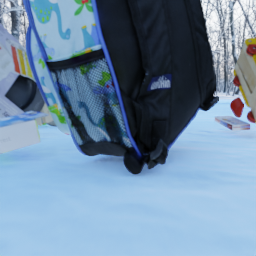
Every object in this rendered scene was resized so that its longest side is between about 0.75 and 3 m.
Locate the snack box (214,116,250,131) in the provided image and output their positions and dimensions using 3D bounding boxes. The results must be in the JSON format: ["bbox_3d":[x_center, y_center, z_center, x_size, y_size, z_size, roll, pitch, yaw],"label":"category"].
[{"bbox_3d":[2.513,-0.135,6.834,0.424,0.143,1.179,-3,12,-1],"label":"snack box"}]

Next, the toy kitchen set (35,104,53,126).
[{"bbox_3d":[-2.449,-0.327,6.813,0.738,0.543,0.921,8,24,36],"label":"toy kitchen set"}]

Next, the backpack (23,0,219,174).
[{"bbox_3d":[-0.171,-1.320,4.250,2.195,2.987,2.733,1,26,37],"label":"backpack"}]

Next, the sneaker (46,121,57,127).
[{"bbox_3d":[-1.879,-0.390,8.586,1.375,0.523,0.994,-5,12,-9],"label":"sneaker"}]

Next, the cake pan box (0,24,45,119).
[{"bbox_3d":[-2.491,-0.934,5.485,0.495,1.743,1.893,-12,-46,36],"label":"cake pan box"}]

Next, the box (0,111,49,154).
[{"bbox_3d":[-2.108,0.141,4.081,1.747,0.416,1.065,-16,15,-31],"label":"box"}]

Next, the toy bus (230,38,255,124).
[{"bbox_3d":[3.121,-0.946,6.004,1.140,2.207,2.082,-3,10,-1],"label":"toy bus"}]

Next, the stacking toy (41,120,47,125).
[{"bbox_3d":[-3.030,-0.386,9.261,1.857,0.436,1.400,2,8,16],"label":"stacking toy"}]
